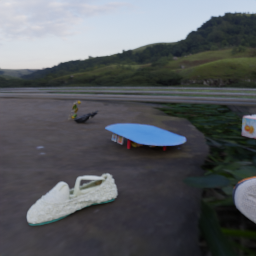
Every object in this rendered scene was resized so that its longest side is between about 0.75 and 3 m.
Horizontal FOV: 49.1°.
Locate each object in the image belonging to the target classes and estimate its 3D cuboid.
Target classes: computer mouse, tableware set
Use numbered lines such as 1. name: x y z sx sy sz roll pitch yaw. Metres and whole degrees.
1. computer mouse: -1.988 -0.447 13.116 1.203 0.317 0.833 -16 12 22
2. tableware set: -2.578 -0.843 13.767 0.158 1.030 0.694 30 26 11

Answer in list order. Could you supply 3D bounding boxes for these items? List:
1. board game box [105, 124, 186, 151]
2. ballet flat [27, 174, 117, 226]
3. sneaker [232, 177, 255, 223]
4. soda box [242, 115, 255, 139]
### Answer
1. board game box: 0.541 0.402 8.984 2.031 0.501 2.571 -3 16 -39
2. ballet flat: -0.958 1.157 4.915 1.694 0.608 0.608 -9 14 -36
3. sneaker: 2.603 1.130 4.749 2.189 0.849 1.226 9 6 -10
4. soda box: 5.218 0.087 9.755 0.811 0.754 2.372 -7 14 -31
